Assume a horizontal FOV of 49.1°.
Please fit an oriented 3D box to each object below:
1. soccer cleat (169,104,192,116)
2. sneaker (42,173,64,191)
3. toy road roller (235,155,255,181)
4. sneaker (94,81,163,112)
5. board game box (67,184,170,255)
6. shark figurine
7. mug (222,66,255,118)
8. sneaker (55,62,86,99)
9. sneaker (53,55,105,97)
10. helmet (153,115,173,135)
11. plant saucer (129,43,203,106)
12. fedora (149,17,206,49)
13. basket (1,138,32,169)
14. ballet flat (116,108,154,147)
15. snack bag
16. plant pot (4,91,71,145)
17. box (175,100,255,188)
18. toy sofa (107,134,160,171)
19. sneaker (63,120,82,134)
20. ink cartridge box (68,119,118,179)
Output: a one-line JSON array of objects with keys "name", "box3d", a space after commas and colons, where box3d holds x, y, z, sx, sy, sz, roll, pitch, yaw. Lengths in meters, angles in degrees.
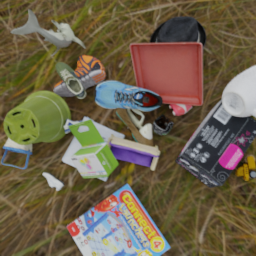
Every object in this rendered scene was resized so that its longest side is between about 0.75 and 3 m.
[{"name": "soccer cleat", "box3d": [1.835, -1.575, 11.797, 0.858, 0.749, 2.245, -27, 82, 5]}, {"name": "sneaker", "box3d": [-3.020, 2.111, 11.082, 0.968, 0.361, 0.421, 34, 83, 9]}, {"name": "toy road roller", "box3d": [4.635, 1.592, 11.091, 0.726, 0.611, 0.995, -4, 76, 11]}, {"name": "sneaker", "box3d": [0.084, -1.215, 10.546, 2.764, 1.243, 1.083, 3, 92, -23]}, {"name": "board game box", "box3d": [-0.365, 3.991, 10.353, 2.713, 0.774, 2.770, -34, 78, -8]}, {"name": "shark figurine", "box3d": [-3.054, -3.526, 11.429, 1.853, 3.101, 1.294, 46, 113, 3]}, {"name": "mug", "box3d": [4.371, -1.012, 9.693, 1.794, 1.510, 2.046, -29, 62, -28]}, {"name": "sneaker", "box3d": [-2.262, -1.925, 10.989, 0.580, 0.776, 1.729, -36, 92, -3]}, {"name": "sneaker", "box3d": [-2.150, -2.246, 12.022, 2.336, 0.906, 1.309, -21, 60, 3]}, {"name": "helmet", "box3d": [1.385, -0.072, 11.404, 0.802, 0.802, 0.765, 44, 92, 10]}, {"name": "plant saucer", "box3d": [1.539, -2.095, 10.676, 2.619, 2.624, 0.482, 6, 43, 22]}, {"name": "fedora", "box3d": [2.155, -3.993, 12.095, 2.529, 1.155, 2.529, -2, 77, 8]}, {"name": "basket", "box3d": [-4.357, 0.942, 11.086, 1.102, 0.869, 1.250, 11, 74, 13]}, {"name": "ballet flat", "box3d": [0.435, -0.112, 11.339, 0.851, 0.798, 2.354, -46, 71, 33]}, {"name": "snack bag", "box3d": [-1.351, 0.823, 11.423, 1.995, 0.226, 2.116, 25, 77, 4]}, {"name": "plant pot", "box3d": [-3.477, -0.221, 10.425, 2.132, 2.025, 2.132, 2, 103, 7]}, {"name": "box", "box3d": [3.388, 0.645, 10.809, 1.847, 1.603, 2.795, 37, 77, 11]}, {"name": "toy sofa", "box3d": [0.139, 0.982, 10.786, 2.030, 0.991, 0.841, 15, 106, -3]}, {"name": "sneaker", "box3d": [-2.182, -0.167, 10.923, 0.813, 0.328, 0.469, -28, 87, -18]}, {"name": "ink cartridge box", "box3d": [-1.487, 0.815, 10.172, 0.752, 1.468, 1.986, -47, 114, -42]}]
